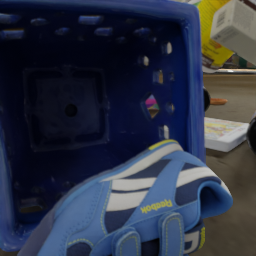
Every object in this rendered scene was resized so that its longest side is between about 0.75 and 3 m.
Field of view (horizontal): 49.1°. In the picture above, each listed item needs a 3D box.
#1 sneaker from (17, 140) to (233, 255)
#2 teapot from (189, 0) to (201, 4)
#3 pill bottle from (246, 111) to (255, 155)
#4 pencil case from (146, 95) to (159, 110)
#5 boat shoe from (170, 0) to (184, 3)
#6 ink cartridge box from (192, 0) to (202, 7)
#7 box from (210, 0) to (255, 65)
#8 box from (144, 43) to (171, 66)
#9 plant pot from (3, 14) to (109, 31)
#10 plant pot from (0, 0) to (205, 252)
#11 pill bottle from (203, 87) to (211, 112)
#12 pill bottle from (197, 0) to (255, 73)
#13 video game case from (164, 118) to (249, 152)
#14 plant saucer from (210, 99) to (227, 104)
[{"bbox_3d":[0.109,0.941,2.677,1.037,0.933,2.523,35,44,30],"label":"sneaker"},{"bbox_3d":[2.935,-4.317,11.182,1.596,1.617,1.181,-33,41,7],"label":"teapot"},{"bbox_3d":[3.284,-0.033,6.187,1.089,1.089,1.947,7,17,27],"label":"pill bottle"},{"bbox_3d":[0.137,-1.163,10.545,2.536,1.121,1.121,-5,15,-18],"label":"pencil case"},{"bbox_3d":[0.851,-4.415,10.669,2.576,0.925,0.871,-19,-19,9],"label":"boat shoe"},{"bbox_3d":[2.070,-3.440,9.781,1.491,0.852,2.872,-16,-20,20],"label":"ink cartridge box"},{"bbox_3d":[2.642,-1.904,5.933,1.772,0.728,0.606,23,-20,-21],"label":"box"},{"bbox_3d":[0.318,-1.968,6.754,1.007,0.838,2.451,7,13,-23],"label":"box"},{"bbox_3d":[-1.434,-2.488,5.842,2.862,2.862,2.032,1,58,3],"label":"plant pot"},{"bbox_3d":[-0.704,-0.255,4.190,2.722,2.722,2.447,-7,9,-26],"label":"plant pot"},{"bbox_3d":[2.510,-1.160,10.641,1.034,1.034,1.849,2,14,9],"label":"pill bottle"},{"bbox_3d":[2.576,-2.930,7.268,1.544,2.827,1.544,19,43,-19],"label":"pill bottle"},{"bbox_3d":[1.957,0.040,7.549,2.299,0.263,2.092,12,18,38],"label":"video game case"},{"bbox_3d":[3.953,-1.179,12.471,0.848,0.159,0.848,-1,15,0],"label":"plant saucer"}]
